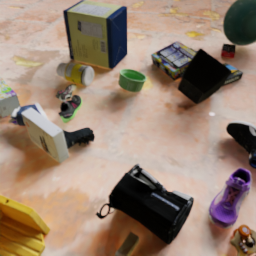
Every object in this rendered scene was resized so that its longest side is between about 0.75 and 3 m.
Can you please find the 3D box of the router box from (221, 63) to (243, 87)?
[{"bbox_3d":[4.675,-2.627,13.887,1.597,0.408,1.191,-23,47,-24],"label":"router box"}]

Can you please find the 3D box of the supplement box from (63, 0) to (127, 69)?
[{"bbox_3d":[-1.626,-4.916,14.700,2.709,2.712,1.821,18,45,18],"label":"supplement box"}]

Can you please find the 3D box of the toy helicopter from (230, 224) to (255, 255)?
[{"bbox_3d":[3.088,3.317,7.367,0.905,0.540,1.369,30,60,17],"label":"toy helicopter"}]

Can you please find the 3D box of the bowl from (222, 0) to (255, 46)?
[{"bbox_3d":[7.027,-5.989,15.960,1.455,2.781,2.781,-5,35,-44],"label":"bowl"}]

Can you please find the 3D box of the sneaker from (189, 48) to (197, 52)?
[{"bbox_3d":[3.563,-4.132,15.441,1.609,0.571,0.667,19,52,23],"label":"sneaker"}]

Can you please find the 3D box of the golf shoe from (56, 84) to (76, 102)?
[{"bbox_3d":[-2.729,-1.571,12.794,0.557,0.488,1.265,42,48,4],"label":"golf shoe"}]

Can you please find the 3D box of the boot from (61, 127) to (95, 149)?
[{"bbox_3d":[-2.070,0.244,10.621,1.232,0.556,1.503,-20,34,-32],"label":"boot"}]

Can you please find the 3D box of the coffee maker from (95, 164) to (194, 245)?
[{"bbox_3d":[0.558,2.319,7.950,2.036,1.371,1.956,28,74,29],"label":"coffee maker"}]

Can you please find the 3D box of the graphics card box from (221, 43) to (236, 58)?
[{"bbox_3d":[5.709,-4.413,15.959,0.736,0.298,1.173,12,44,13],"label":"graphics card box"}]

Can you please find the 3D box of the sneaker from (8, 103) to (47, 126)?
[{"bbox_3d":[-3.924,-0.230,10.992,1.354,0.745,1.849,-21,45,-21],"label":"sneaker"}]

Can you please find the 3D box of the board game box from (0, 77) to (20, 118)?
[{"bbox_3d":[-5.463,-1.338,12.102,0.878,0.894,1.705,-29,50,-29],"label":"board game box"}]

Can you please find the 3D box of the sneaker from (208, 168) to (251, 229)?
[{"bbox_3d":[3.110,1.991,8.383,0.872,0.958,2.167,27,50,25],"label":"sneaker"}]

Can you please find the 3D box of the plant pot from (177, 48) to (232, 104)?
[{"bbox_3d":[3.134,-2.065,12.193,1.689,1.693,1.502,40,74,11],"label":"plant pot"}]

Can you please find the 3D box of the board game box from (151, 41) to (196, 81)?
[{"bbox_3d":[2.480,-3.498,14.461,1.768,0.607,2.139,-28,48,-11],"label":"board game box"}]

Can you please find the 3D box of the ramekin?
[{"bbox_3d":[0.160,-2.189,13.025,1.305,0.638,1.305,13,32,-8],"label":"ramekin"}]

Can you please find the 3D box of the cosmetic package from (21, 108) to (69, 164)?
[{"bbox_3d":[-2.937,0.272,9.958,1.835,1.384,0.474,31,50,30],"label":"cosmetic package"}]

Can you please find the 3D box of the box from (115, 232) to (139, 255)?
[{"bbox_3d":[-0.025,3.209,7.479,0.293,0.358,0.754,25,49,24],"label":"box"}]

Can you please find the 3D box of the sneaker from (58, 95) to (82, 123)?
[{"bbox_3d":[-2.420,-0.927,11.711,0.638,0.696,1.662,-23,32,28],"label":"sneaker"}]

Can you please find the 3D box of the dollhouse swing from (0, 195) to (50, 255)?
[{"bbox_3d":[-3.654,2.617,6.690,2.382,2.304,2.621,16,44,17],"label":"dollhouse swing"}]

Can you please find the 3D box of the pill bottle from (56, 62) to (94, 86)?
[{"bbox_3d":[-2.578,-2.656,13.539,1.671,0.930,0.930,18,45,19],"label":"pill bottle"}]

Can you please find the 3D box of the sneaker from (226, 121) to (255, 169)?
[{"bbox_3d":[4.341,0.645,9.935,2.338,0.854,1.308,33,51,30],"label":"sneaker"}]
